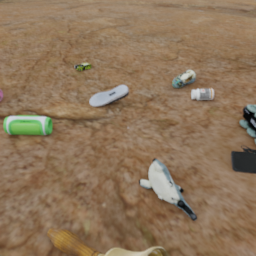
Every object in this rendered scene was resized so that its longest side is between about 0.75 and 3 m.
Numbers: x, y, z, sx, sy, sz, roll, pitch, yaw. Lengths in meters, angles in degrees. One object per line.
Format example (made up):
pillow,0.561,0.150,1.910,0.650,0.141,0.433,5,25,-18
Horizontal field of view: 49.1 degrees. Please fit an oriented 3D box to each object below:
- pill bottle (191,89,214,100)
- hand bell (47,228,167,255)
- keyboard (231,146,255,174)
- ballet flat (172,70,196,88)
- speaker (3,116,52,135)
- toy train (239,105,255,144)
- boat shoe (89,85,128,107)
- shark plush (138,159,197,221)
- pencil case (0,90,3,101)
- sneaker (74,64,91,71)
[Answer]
pill bottle,3.511,-1.577,13.249,0.955,0.556,0.556,0,33,0
hand bell,-0.788,2.868,6.189,2.967,1.545,1.545,9,33,35
keyboard,4.477,1.160,9.433,1.979,0.392,1.030,6,57,6
ballet flat,3.105,-2.657,14.682,0.748,0.748,2.015,24,43,31
speaker,-3.850,-0.085,10.820,1.691,0.748,0.748,1,33,1
toy train,5.308,-0.053,10.578,1.443,1.079,2.532,5,33,-9
boat shoe,-0.833,-1.380,12.873,1.861,0.617,0.651,-25,64,3
shark plush,1.310,1.692,8.194,0.915,0.998,2.197,13,14,-41
pencil case,-6.838,-1.684,13.206,1.911,0.791,0.827,18,21,25
sneaker,-2.698,-3.587,16.502,1.061,0.400,0.406,-11,26,-34
